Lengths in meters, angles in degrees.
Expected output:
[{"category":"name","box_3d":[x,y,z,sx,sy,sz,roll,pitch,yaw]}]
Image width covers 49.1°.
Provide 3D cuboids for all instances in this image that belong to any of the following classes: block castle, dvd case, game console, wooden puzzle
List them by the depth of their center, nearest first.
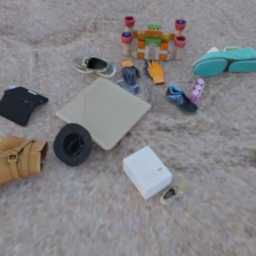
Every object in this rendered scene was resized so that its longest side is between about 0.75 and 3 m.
[{"category":"wooden puzzle","box_3d":[-0.817,-0.567,9.765,2.353,0.474,2.544,33,56,20]},{"category":"game console","box_3d":[-3.822,-0.807,10.122,1.410,0.820,1.240,24,28,16]},{"category":"dvd case","box_3d":[0.039,-1.604,10.736,0.661,0.071,0.889,-18,56,-12]},{"category":"block castle","box_3d":[1.052,-3.867,11.590,2.650,1.243,1.771,5,51,3]}]

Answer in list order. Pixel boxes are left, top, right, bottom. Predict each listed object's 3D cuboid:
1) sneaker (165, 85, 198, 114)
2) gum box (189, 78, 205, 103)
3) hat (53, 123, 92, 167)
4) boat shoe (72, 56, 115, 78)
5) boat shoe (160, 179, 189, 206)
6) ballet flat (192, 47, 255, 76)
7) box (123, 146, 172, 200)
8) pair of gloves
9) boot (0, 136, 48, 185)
[{"category":"sneaker","box_3d":[1.905,-1.000,9.980,1.371,0.562,0.502,35,54,20]},{"category":"gum box","box_3d":[2.539,-1.359,10.298,0.284,0.488,0.860,22,57,15]},{"category":"hat","box_3d":[-1.620,0.548,8.782,1.408,0.568,1.408,-4,78,21]},{"category":"boat shoe","box_3d":[-1.415,-2.479,10.886,1.923,0.575,0.687,18,79,23]},{"category":"boat shoe","box_3d":[1.375,1.822,8.089,1.068,0.344,0.380,-37,62,-23]},{"category":"ballet flat","box_3d":[3.713,-2.653,10.943,2.947,0.992,1.037,-6,57,-12]},{"category":"box","box_3d":[0.548,1.313,8.271,0.919,0.642,1.206,-27,59,-18]},{"category":"pair of gloves","box_3d":[0.558,-2.207,11.012,1.670,0.206,1.487,-5,53,-9]},{"category":"boot","box_3d":[-3.516,1.301,8.074,2.039,0.971,2.635,2,54,2]}]
